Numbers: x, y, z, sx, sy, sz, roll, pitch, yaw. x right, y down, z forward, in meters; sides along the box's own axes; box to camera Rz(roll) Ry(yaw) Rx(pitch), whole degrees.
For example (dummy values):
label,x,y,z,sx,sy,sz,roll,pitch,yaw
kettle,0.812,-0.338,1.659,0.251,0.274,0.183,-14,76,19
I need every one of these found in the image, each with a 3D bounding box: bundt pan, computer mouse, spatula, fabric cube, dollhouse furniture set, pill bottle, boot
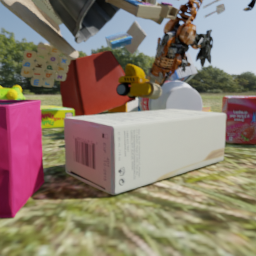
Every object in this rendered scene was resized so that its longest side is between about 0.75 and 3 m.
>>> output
label,x,y,z,sx,sy,sz,roll,pitch,yaw
bundt pan,-0.391,-2.657,4.600,0.940,2.506,2.506,42,3,-8
computer mouse,2.675,-3.074,6.356,0.251,0.766,1.091,31,33,34
spatula,3.098,-4.593,10.360,0.108,0.939,1.350,-20,11,-16
fabric cube,-1.681,0.265,3.214,1.124,1.142,1.145,1,8,-2
dollhouse furniture set,0.292,-2.111,3.805,0.964,1.021,0.666,-18,47,-42
pill bottle,1.364,-0.809,9.362,1.515,1.515,2.699,-2,9,-11
boot,0.796,-3.612,8.090,0.834,1.078,0.389,9,19,-29

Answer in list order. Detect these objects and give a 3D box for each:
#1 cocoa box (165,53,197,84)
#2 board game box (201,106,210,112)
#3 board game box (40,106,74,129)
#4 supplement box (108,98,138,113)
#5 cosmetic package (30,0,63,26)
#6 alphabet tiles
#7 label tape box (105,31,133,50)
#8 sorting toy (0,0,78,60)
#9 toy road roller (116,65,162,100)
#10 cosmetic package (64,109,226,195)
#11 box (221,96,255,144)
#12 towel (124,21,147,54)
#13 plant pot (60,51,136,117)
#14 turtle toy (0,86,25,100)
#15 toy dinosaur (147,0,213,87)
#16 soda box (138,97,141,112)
label,x,y,z,sx,sy,sz,roll,pitch,yaw
cocoa box,2.203,-2.485,12.463,0.979,0.995,1.492,-19,-6,-12
board game box,3.299,-1.061,15.433,1.224,0.384,2.563,-6,13,-32
board game box,-2.928,-0.432,9.996,1.243,0.583,2.447,-5,9,-30
supplement box,-0.056,-1.231,15.146,1.214,0.708,1.927,6,10,34
cosmetic package,-2.306,-3.434,6.603,2.228,0.576,1.680,44,-17,-31
alphabet tiles,-2.075,-1.555,7.073,1.147,1.173,0.086,1,39,-32
label tape box,-0.276,-2.710,8.784,0.668,0.308,0.932,-20,36,-9
sorting toy,-1.843,-2.119,5.462,1.670,0.329,1.805,36,13,-40
toy road roller,0.272,-1.156,7.026,1.111,0.811,0.682,7,3,31
cosmetic package,0.354,0.218,4.449,2.433,0.865,1.280,-7,10,-39
box,3.433,-0.206,6.646,2.265,1.081,1.129,2,8,12
towel,0.246,-3.967,12.393,0.223,0.857,1.294,-37,-3,-41
plant pot,-1.691,-2.152,13.169,2.801,2.468,2.798,-21,18,-27
turtle toy,-6.489,-1.387,14.096,2.511,1.269,1.830,-2,18,-11
toy dinosaur,1.569,-2.477,7.862,2.942,1.503,1.996,-45,-20,26
soda box,1.291,-1.171,13.634,0.960,1.015,2.992,3,9,18
